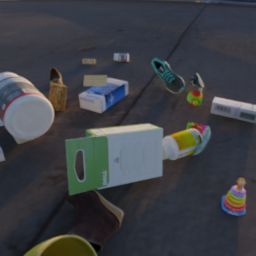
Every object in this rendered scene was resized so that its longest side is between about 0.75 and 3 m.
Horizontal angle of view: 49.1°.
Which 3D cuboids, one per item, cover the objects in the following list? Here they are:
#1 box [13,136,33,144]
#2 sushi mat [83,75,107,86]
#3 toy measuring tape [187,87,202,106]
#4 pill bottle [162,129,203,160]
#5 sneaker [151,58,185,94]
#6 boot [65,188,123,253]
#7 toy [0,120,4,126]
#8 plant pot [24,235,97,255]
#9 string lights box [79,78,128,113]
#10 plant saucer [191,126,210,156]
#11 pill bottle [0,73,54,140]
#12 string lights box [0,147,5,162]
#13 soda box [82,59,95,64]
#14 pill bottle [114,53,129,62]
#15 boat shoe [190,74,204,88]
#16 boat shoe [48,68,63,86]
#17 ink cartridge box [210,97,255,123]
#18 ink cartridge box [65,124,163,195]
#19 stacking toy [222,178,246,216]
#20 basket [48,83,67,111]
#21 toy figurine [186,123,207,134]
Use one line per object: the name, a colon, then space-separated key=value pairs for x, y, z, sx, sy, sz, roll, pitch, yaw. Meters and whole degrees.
box: x=-4.016 y=-0.255 z=10.775 sx=0.641 sy=0.771 sz=1.876 roll=-19 pitch=34 yaw=-3
sushi mat: x=-1.495 y=-2.133 z=12.661 sx=1.091 sy=0.522 sz=0.066 roll=1 pitch=-9 yaw=7
toy measuring tape: x=2.939 y=-1.469 z=12.363 sx=0.642 sy=0.642 sz=1.746 roll=8 pitch=34 yaw=12
pill bottle: x=1.697 y=0.575 z=9.325 sx=1.486 sy=0.812 sz=0.812 roll=-15 pitch=36 yaw=-26
sneaker: x=1.846 y=-2.593 z=13.761 sx=1.059 sy=0.901 sz=2.322 roll=21 pitch=27 yaw=-52
boot: x=-1.097 y=2.163 z=6.930 sx=1.811 sy=0.655 sz=1.506 roll=20 pitch=20 yaw=17
toy: x=-5.298 y=-0.160 z=11.026 sx=1.368 sy=0.323 sz=0.788 roll=-13 pitch=41 yaw=4
plant pot: x=-1.541 y=2.933 z=5.270 sx=1.224 sy=1.725 sz=1.725 roll=-16 pitch=21 yaw=36
string lights box: x=-1.076 y=-1.551 z=12.879 sx=1.172 sy=0.673 sz=2.281 roll=17 pitch=36 yaw=27
plant saucer: x=2.513 y=0.485 z=9.454 sx=0.222 sy=1.152 sz=1.152 roll=29 pitch=39 yaw=7
pill bottle: x=-3.689 y=-0.844 z=9.401 sx=1.524 sy=1.524 sz=2.631 roll=-21 pitch=39 yaw=-29
string lights box: x=-5.061 y=0.962 z=9.203 sx=1.676 sy=0.494 sz=0.861 roll=-20 pitch=38 yaw=-28
soda box: x=-2.410 y=-4.079 z=17.202 sx=0.787 sy=0.267 sz=0.252 roll=4 pitch=33 yaw=7
pill bottle: x=-0.423 y=-4.401 z=17.471 sx=0.881 sy=0.510 sz=0.510 roll=6 pitch=33 yaw=8
boat shoe: x=3.100 y=-2.067 z=12.717 sx=0.519 sy=0.552 sz=1.536 roll=-26 pitch=16 yaw=15
boat shoe: x=-3.365 y=-2.005 z=13.078 sx=0.696 sy=0.660 sz=1.839 roll=-20 pitch=67 yaw=-8
ink cartridge box: x=4.580 y=-0.985 z=11.833 sx=1.827 sy=0.641 sz=2.247 roll=15 pitch=31 yaw=19
ink cartridge box: x=-0.420 y=0.791 z=7.913 sx=2.874 sy=1.492 sz=0.852 roll=-7 pitch=14 yaw=-27
stacking toy: x=2.911 y=1.762 z=7.453 sx=0.616 sy=1.061 sz=0.582 roll=11 pitch=34 yaw=12
basket: x=-3.217 y=-1.329 z=12.053 sx=0.834 sy=1.120 sz=0.799 roll=14 pitch=13 yaw=19
toy figurine: x=2.618 y=0.063 z=10.252 sx=0.742 sy=0.605 sz=0.806 roll=-1 pitch=25 yaw=33
